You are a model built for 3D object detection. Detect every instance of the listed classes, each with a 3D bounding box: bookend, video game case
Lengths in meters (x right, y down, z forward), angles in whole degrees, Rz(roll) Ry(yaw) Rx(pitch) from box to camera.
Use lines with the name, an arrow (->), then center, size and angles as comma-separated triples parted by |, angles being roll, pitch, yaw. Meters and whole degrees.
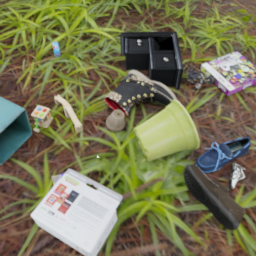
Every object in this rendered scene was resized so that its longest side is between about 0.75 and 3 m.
bookend -> 1.070, -3.459, 14.238 | 2.996, 1.380, 2.977 | 0, 52, 1
video game case -> 5.349, -2.842, 14.355 | 2.456, 0.440, 2.226 | -23, 56, -17

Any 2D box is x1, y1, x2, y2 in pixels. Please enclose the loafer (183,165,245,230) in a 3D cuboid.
loafer -> 3.076, 2.358, 10.107 | 0.954, 0.977, 2.676 | -29, 67, -25

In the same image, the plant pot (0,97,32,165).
plant pot -> -5.617, -0.249, 11.180 | 2.629, 1.858, 1.857 | 30, 58, 9

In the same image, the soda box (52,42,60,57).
soda box -> -4.005, -4.383, 15.619 | 0.300, 0.317, 0.936 | -13, 54, -10

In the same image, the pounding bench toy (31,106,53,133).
pounding bench toy -> -3.853, -0.374, 12.247 | 0.601, 0.754, 0.967 | 15, 54, 12

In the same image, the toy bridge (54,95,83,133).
toy bridge -> -2.693, -0.750, 12.537 | 0.311, 0.769, 2.288 | -28, 57, -21

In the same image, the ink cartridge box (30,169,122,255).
ink cartridge box -> -1.643, 2.862, 9.590 | 2.368, 0.993, 2.079 | 24, 56, 18

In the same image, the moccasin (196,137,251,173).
moccasin -> 3.788, 0.913, 11.194 | 2.475, 0.844, 0.996 | -26, 57, -18

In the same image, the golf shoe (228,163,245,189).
golf shoe -> 4.175, 1.882, 10.712 | 0.537, 0.442, 1.137 | 19, 56, 14

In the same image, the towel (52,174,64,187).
towel -> -2.489, 2.029, 10.810 | 0.855, 0.097, 0.614 | -13, 53, -9

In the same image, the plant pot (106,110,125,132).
plant pot -> -0.490, -0.380, 12.160 | 0.834, 0.724, 0.834 | 9, 52, -12

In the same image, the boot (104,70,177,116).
boot -> 0.529, -1.321, 12.803 | 2.890, 1.057, 2.176 | 36, 63, 20

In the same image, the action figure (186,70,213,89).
action figure -> 3.392, -2.369, 13.708 | 1.478, 0.754, 0.878 | 8, 38, -18

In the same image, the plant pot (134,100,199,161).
plant pot -> 1.391, 0.284, 11.106 | 2.001, 2.177, 2.177 | -26, 56, -4
